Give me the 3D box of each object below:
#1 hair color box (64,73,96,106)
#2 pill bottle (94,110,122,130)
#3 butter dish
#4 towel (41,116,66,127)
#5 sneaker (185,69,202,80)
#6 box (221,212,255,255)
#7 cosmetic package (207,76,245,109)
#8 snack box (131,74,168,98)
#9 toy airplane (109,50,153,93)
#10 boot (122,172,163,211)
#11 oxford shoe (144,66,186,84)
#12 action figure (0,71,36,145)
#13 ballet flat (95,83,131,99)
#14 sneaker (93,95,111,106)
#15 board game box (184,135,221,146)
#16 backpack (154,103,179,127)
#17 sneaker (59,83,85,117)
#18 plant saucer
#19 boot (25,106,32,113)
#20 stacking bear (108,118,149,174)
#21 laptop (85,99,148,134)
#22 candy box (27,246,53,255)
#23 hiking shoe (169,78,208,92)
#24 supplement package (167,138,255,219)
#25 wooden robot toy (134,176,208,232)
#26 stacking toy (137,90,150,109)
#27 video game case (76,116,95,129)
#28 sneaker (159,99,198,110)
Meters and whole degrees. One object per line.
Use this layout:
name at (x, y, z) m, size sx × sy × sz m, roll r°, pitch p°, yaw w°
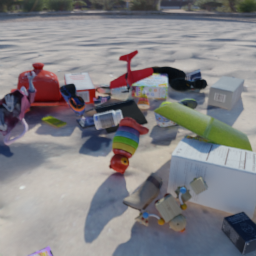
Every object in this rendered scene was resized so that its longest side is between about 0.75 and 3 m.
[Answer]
hair color box at (-2.601, -2.117, 14.875) m, size 1.425 × 0.860 × 2.807 m, roll -7°, pitch 29°, yaw -12°
pill bottle at (-0.779, -0.337, 11.165) m, size 1.088 × 0.619 × 0.619 m, roll -13°, pitch 28°, yaw 1°
butter dish at (-4.371, -2.212, 13.629) m, size 2.573 × 1.907 × 2.580 m, roll -1°, pitch 22°, yaw -21°
towel at (-3.206, -0.293, 12.074) m, size 1.158 × 0.105 × 0.498 m, roll 20°, pitch 28°, yaw 35°
sneaker at (3.796, -2.894, 16.849) m, size 0.562 × 0.869 × 1.603 m, roll -23°, pitch 5°, yaw -32°
box at (2.682, 2.437, 6.541) m, size 0.588 × 0.424 × 0.793 m, roll -9°, pitch 29°, yaw -17°
cosmetic package at (5.018, -1.862, 14.296) m, size 1.218 × 1.029 × 2.281 m, roll 18°, pitch 29°, yaw 30°
snack box at (1.246, -2.403, 15.572) m, size 1.878 × 0.700 × 2.641 m, roll 2°, pitch 26°, yaw 7°
toy airplane at (0.038, -1.510, 7.376) m, size 1.366 × 1.366 × 0.251 m, roll 26°, pitch -7°, yaw 41°
boot at (0.419, 1.558, 7.005) m, size 0.466 × 0.970 × 1.326 m, roll 29°, pitch -3°, yaw 28°
oxford shoe at (2.181, -3.382, 17.169) m, size 2.848 × 1.035 × 1.202 m, roll 11°, pitch 27°, yaw 20°
action figure at (-4.318, -0.933, 11.311) m, size 1.914 × 2.127 × 2.857 m, roll -25°, pitch 16°, yaw 3°
ballet flat at (-0.883, -1.859, 14.512) m, size 2.064 × 0.740 × 0.740 m, roll 11°, pitch 29°, yaw 28°
sneaker at (-1.286, -1.466, 13.933) m, size 0.369 × 0.432 × 1.052 m, roll 7°, pitch 32°, yaw 46°
board game box at (2.434, 0.867, 9.221) m, size 1.444 × 0.757 × 0.744 m, roll 15°, pitch 30°, yaw 27°
backpack at (1.608, -0.498, 11.776) m, size 0.974 × 0.788 × 1.022 m, roll -23°, pitch 45°, yaw -2°
sneaker at (-2.563, -1.278, 12.814) m, size 0.789 × 0.822 × 2.095 m, roll -19°, pitch 51°, yaw -17°
plant saucer at (2.632, -0.064, 9.517) m, size 2.693 × 0.645 × 2.689 m, roll 19°, pitch 9°, yaw -34°
boot at (-5.076, -0.977, 13.252) m, size 1.006 × 0.364 × 0.726 m, roll 22°, pitch 33°, yaw 22°
stacking bear at (-0.114, 0.635, 8.997) m, size 0.986 × 1.623 × 0.923 m, roll 30°, pitch -22°, yaw -28°
laptop at (-0.568, -0.501, 12.590) m, size 1.982 × 1.227 × 2.116 m, roll -14°, pitch 2°, yaw -26°
candy box at (-1.930, 3.015, 5.427) m, size 1.180 × 0.422 × 0.990 m, roll -15°, pitch 31°, yaw -27°
hiking shoe at (3.381, -2.335, 15.685) m, size 2.081 × 0.774 × 0.902 m, roll 7°, pitch 1°, yaw 20°
supplement package at (2.374, 1.290, 7.694) m, size 2.258 × 1.320 × 1.324 m, roll 12°, pitch 23°, yaw 21°
wooden robot toy at (1.191, 2.080, 6.955) m, size 2.015 × 0.915 × 0.888 m, roll -33°, pitch -9°, yaw 0°
stacking toy at (0.729, -1.371, 13.284) m, size 0.625 × 0.856 × 0.625 m, roll 4°, pitch -8°, yaw 1°
video game case at (-1.567, -0.288, 12.171) m, size 1.166 × 0.111 × 0.833 m, roll -14°, pitch 31°, yaw -24°
sneaker at (2.268, -0.887, 12.599) m, size 1.733 × 0.640 × 0.701 m, roll -11°, pitch 17°, yaw 7°
